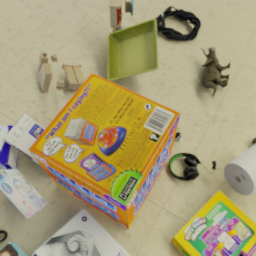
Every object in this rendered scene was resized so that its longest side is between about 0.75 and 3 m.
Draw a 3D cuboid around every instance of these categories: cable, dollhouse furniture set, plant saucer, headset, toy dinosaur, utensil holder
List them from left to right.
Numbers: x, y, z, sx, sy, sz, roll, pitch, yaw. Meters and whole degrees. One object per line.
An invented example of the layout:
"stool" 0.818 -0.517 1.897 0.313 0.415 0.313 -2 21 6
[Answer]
"dollhouse furniture set" -2.512 -2.096 11.469 2.016 0.984 1.719 -4 56 -31
"dollhouse furniture set" 0.061 -4.073 11.540 1.569 2.226 1.560 2 59 1
"plant saucer" 0.229 -2.900 10.859 2.140 0.512 2.137 -9 73 26
"cable" 2.270 -4.797 12.965 1.821 0.567 2.232 -34 65 -19
"headset" 2.086 1.240 9.183 1.529 0.718 0.944 3 59 15
"toy dinosaur" 3.384 -2.056 11.244 1.253 0.943 2.450 9 65 21
"utensil holder" 3.829 1.275 8.633 1.383 1.175 1.175 -26 62 -24

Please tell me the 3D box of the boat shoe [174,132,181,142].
"boat shoe" 1.372 0.399 9.917 1.092 0.337 0.397 -16 60 -9

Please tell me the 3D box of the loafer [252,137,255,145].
"loafer" 5.006 0.882 9.457 0.634 0.617 1.737 -35 65 -19

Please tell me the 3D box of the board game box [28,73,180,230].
"board game box" -0.502 0.744 8.175 2.807 2.807 2.809 27 65 16

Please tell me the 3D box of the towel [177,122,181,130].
"towel" 1.399 -0.219 10.374 0.808 0.227 0.944 -23 61 -17

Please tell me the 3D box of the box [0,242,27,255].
"box" -3.782 4.515 7.177 1.207 0.721 2.933 38 66 21

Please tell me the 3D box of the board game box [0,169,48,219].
"board game box" -3.039 1.817 7.968 0.321 1.482 1.475 -44 87 -8

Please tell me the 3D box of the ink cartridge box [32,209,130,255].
"ink cartridge box" -1.204 3.750 7.184 2.466 0.502 2.471 40 49 13

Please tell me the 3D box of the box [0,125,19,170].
"box" -4.604 0.753 9.399 1.624 0.852 1.493 -4 59 -3

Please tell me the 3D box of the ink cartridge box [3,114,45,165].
"ink cartridge box" -2.923 0.599 9.345 2.122 0.416 1.055 41 63 -19

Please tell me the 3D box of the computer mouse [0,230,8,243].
"computer mouse" -4.587 3.479 8.088 2.146 0.365 0.629 -12 34 -12

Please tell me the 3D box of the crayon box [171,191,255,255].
"crayon box" 2.597 3.163 8.069 2.040 0.595 1.760 -38 65 -19
